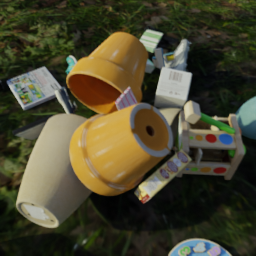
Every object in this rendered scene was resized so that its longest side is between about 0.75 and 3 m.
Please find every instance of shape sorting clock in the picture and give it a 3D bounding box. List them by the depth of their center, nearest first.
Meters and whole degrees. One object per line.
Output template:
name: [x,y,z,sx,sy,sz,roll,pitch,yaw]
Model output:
shape sorting clock: [2.158,4.305,7.913,2.330,0.457,2.330,0,50,0]

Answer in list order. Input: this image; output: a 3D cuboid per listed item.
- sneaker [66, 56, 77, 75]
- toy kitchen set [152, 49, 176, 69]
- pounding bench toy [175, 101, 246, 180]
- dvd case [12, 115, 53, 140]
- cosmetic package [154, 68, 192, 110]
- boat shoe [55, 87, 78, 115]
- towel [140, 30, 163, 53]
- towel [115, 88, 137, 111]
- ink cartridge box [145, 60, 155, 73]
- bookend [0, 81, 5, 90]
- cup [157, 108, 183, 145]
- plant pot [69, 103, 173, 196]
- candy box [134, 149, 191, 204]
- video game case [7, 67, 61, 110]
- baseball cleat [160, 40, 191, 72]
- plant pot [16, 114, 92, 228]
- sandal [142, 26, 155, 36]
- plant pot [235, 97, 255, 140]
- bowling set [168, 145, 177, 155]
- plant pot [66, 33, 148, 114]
sneaker: [-2.771,-2.929,13.987,0.738,0.718,1.853,-24,53,-8]
toy kitchen set: [1.697,-3.219,12.538,1.108,0.815,1.383,-13,17,-2]
pounding bench toy: [2.913,0.336,9.715,2.206,2.828,1.757,3,51,3]
dvd case: [-3.231,0.021,10.388,1.445,2.025,0.178,-23,84,-4]
cosmetic package: [1.711,-1.454,10.936,1.153,1.378,1.146,12,76,5]
boat shoe: [-2.360,-0.868,11.330,0.507,0.614,1.640,-31,92,-18]
towel: [1.228,-4.915,15.798,1.079,0.166,1.415,21,68,16]
towel: [-0.036,-0.807,9.083,0.134,0.653,0.893,3,43,40]
ink cartridge box: [0.062,-3.551,13.908,2.203,0.552,1.773,6,38,-44]
bookend: [-6.645,-2.041,13.346,1.000,0.461,0.994,-37,59,-27]
cup: [1.349,-0.137,11.032,1.143,1.599,1.599,22,53,25]
plant pot: [-0.054,0.456,7.679,2.364,2.164,2.364,20,55,-32]
candy box: [1.000,1.421,8.169,1.688,0.975,0.467,-37,77,-22]
video game case: [-4.449,-1.941,13.409,2.001,0.242,2.196,-28,56,-22]
baseball cleat: [2.381,-3.668,14.390,1.521,0.997,2.858,9,49,7]
plant pot: [-2.100,1.475,8.720,2.665,2.665,2.846,14,46,12]
sandal: [1.180,-5.540,16.346,0.701,0.447,1.866,10,50,9]
plant pot: [4.998,-0.296,11.210,1.222,1.815,1.815,-16,40,35]
bowling set: [1.354,0.656,9.974,0.823,0.573,0.442,-19,35,-24]
plant pot: [-0.539,-2.268,11.452,2.968,2.968,2.717,20,67,16]
